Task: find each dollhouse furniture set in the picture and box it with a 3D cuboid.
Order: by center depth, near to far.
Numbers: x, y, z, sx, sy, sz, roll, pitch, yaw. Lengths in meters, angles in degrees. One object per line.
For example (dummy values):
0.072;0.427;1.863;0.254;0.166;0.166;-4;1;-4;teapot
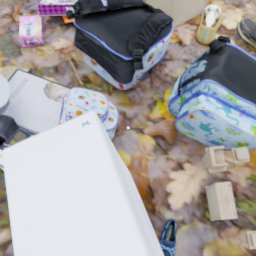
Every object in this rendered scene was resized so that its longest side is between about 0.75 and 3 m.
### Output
3.004;1.354;6.002;2.442;1.192;2.082;-7;73;3;dollhouse furniture set

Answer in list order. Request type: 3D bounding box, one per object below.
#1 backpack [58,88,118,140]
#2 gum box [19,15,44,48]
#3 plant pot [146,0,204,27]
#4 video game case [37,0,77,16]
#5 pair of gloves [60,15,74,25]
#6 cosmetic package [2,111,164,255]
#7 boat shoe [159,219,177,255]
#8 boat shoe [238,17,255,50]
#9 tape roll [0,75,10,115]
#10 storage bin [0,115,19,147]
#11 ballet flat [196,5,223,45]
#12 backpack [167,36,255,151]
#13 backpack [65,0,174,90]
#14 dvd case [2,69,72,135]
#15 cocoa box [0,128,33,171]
-0.996;-0.270;7.238;1.486;1.202;1.561;11;51;-14;backpack
-3.534;-3.537;10.281;0.771;0.449;1.359;-8;55;-6;gum box
1.883;-5.315;10.872;1.781;1.579;1.783;-31;59;-20;plant pot
-1.953;-5.102;11.084;2.652;0.475;2.404;1;42;4;video game case
-1.176;-3.850;10.602;2.264;0.314;2.541;-19;58;-17;pair of gloves
-0.534;1.776;4.854;1.732;2.818;2.809;-23;56;-2;cosmetic package
0.818;2.479;6.017;0.451;0.368;1.073;6;55;4;boat shoe
4.730;-3.247;9.850;0.881;0.810;2.466;-10;55;-7;boat shoe
-3.399;-0.794;6.504;1.223;0.404;1.223;14;56;-21;tape roll
-3.215;0.256;7.054;0.863;1.276;0.598;6;56;4;storage bin
3.151;-4.109;10.501;0.833;0.765;2.428;14;55;10;ballet flat
2.170;-0.542;6.802;2.316;2.531;1.860;26;77;-10;backpack
-0.012;-2.709;8.637;2.831;2.181;2.697;43;63;13;backpack
-2.411;-0.627;7.986;2.595;0.228;1.851;20;54;0;dvd case
-2.212;0.858;6.593;1.435;0.957;0.942;27;62;17;cocoa box
